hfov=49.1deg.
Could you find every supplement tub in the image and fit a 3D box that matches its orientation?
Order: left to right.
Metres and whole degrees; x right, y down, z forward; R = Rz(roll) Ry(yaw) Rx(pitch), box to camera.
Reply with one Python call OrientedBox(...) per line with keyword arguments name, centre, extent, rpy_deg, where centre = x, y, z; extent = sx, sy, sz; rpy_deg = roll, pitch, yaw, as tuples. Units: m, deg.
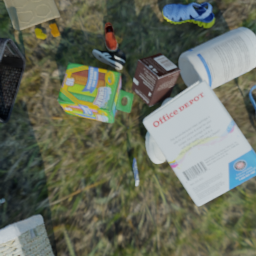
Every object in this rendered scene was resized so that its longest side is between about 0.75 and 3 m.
OrientedBox(name="supplement tub", centre=(2.989, -2.207, 9.304), extent=(2.279, 1.503, 1.503), rpy_deg=(-25, 76, -7))

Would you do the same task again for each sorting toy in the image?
OrientedBox(name="sorting toy", centre=(-3.499, -4.228, 10.518), extent=(1.749, 0.314, 2.347), rpy_deg=(-21, 75, -10))

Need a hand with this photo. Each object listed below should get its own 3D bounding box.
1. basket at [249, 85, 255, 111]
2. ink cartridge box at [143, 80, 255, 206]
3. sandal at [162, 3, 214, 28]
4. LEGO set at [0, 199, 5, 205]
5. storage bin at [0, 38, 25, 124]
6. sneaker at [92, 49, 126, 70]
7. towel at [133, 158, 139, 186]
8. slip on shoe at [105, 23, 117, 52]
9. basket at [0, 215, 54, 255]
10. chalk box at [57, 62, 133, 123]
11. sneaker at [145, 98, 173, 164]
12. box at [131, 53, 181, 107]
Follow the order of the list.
OrientedBox(name="basket", centre=(5.566, -0.530, 8.605), extent=(2.894, 2.013, 2.552), rpy_deg=(-17, 75, 10))
OrientedBox(name="ink cartridge box", centre=(1.970, 0.364, 7.650), extent=(1.973, 1.156, 2.730), rpy_deg=(-34, 86, 14))
OrientedBox(name="sandal", centre=(2.246, -4.255, 10.224), extent=(1.961, 0.854, 0.779), rpy_deg=(6, 76, 4))
OrientedBox(name="LEGO set", centre=(-4.299, 2.033, 8.774), extent=(0.465, 0.376, 1.012), rpy_deg=(-21, 67, -41))
OrientedBox(name="storage bin", centre=(-4.407, -1.547, 9.028), extent=(1.151, 1.660, 2.456), rpy_deg=(10, 75, 2))
OrientedBox(name="sneaker", centre=(-0.619, -2.611, 10.004), extent=(1.185, 0.433, 0.663), rpy_deg=(30, 73, 0))
OrientedBox(name="towel", centre=(0.228, 1.373, 8.643), extent=(0.090, 0.553, 0.753), rpy_deg=(-5, 61, -5))
OrientedBox(name="slip on shoe", centre=(-0.650, -3.293, 10.178), extent=(0.436, 0.360, 1.177), rpy_deg=(-10, 73, 2))
OrientedBox(name="basket", centre=(-3.281, 3.694, 7.204), extent=(2.447, 2.425, 1.968), rpy_deg=(-25, 80, -8))
OrientedBox(name="chalk box", centre=(-0.939, -1.041, 9.049), extent=(2.170, 1.345, 1.355), rpy_deg=(11, 75, 3))
OrientedBox(name="sneaker", centre=(1.313, 0.017, 8.746), extent=(0.901, 1.149, 2.313), rpy_deg=(27, 75, -24))
OrientedBox(name="box", centre=(0.718, -1.291, 7.491), extent=(0.826, 1.006, 0.834), rpy_deg=(-26, 59, -32))
